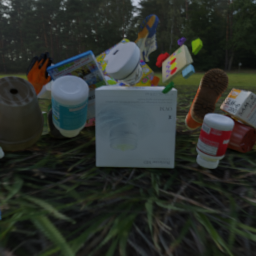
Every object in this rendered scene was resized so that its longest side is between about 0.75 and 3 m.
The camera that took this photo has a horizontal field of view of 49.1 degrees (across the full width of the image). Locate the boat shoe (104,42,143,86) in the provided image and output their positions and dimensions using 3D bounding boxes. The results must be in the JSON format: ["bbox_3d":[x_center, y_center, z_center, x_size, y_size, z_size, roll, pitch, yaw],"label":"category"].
[{"bbox_3d":[-0.016,-1.672,7.788,1.017,1.001,2.868,-45,20,5],"label":"boat shoe"}]

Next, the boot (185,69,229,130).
[{"bbox_3d":[2.758,-1.027,10.095,0.918,2.446,1.311,30,-23,7],"label":"boot"}]

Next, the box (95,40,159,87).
[{"bbox_3d":[0.124,-1.573,10.948,1.525,2.500,2.408,-32,50,0],"label":"box"}]

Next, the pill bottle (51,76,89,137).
[{"bbox_3d":[-1.823,-0.571,8.765,1.085,1.958,1.085,6,48,-7],"label":"pill bottle"}]

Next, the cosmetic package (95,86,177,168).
[{"bbox_3d":[0.209,-0.061,7.860,2.117,2.123,1.305,1,12,3],"label":"cosmetic package"}]

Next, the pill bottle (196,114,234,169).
[{"bbox_3d":[2.215,0.359,7.303,0.740,1.318,0.740,7,24,-3],"label":"pill bottle"}]

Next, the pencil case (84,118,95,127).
[{"bbox_3d":[-1.185,-0.601,13.281,2.296,0.951,0.993,-5,15,-28],"label":"pencil case"}]

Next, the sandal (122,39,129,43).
[{"bbox_3d":[-0.175,-3.096,11.900,0.536,1.349,0.588,28,27,5],"label":"sandal"}]

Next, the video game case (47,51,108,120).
[{"bbox_3d":[-1.427,-1.267,9.216,1.569,2.193,0.195,-17,35,15],"label":"video game case"}]

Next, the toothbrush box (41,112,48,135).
[{"bbox_3d":[-3.618,-0.158,11.306,0.382,0.887,0.646,7,14,30],"label":"toothbrush box"}]

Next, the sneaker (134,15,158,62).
[{"bbox_3d":[0.846,-3.624,11.450,0.898,2.037,0.767,10,48,-21],"label":"sneaker"}]

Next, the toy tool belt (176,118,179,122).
[{"bbox_3d":[1.230,-0.112,9.999,1.005,1.021,1.636,6,-15,5],"label":"toy tool belt"}]

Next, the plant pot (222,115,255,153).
[{"bbox_3d":[3.517,0.249,9.238,1.125,1.125,1.094,-8,23,-32],"label":"plant pot"}]

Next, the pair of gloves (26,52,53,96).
[{"bbox_3d":[-2.416,-1.594,9.637,2.082,1.855,0.257,21,43,-22],"label":"pair of gloves"}]

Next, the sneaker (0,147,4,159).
[{"bbox_3d":[-3.953,0.537,7.916,0.714,0.950,1.907,-7,11,-22],"label":"sneaker"}]

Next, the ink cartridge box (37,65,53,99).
[{"bbox_3d":[-3.239,-2.018,12.333,0.792,1.371,1.877,-26,-12,33],"label":"ink cartridge box"}]

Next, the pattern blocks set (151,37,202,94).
[{"bbox_3d":[1.192,-1.601,7.025,0.149,1.834,1.612,35,-44,-24],"label":"pattern blocks set"}]

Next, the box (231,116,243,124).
[{"bbox_3d":[5.202,-0.408,12.489,1.497,0.891,0.310,-6,13,-30],"label":"box"}]

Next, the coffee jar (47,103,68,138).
[{"bbox_3d":[-2.737,-0.365,11.400,1.027,1.256,2.408,-8,13,-15],"label":"coffee jar"}]

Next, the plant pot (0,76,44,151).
[{"bbox_3d":[-3.693,-0.618,9.001,2.086,1.810,2.086,12,50,-15],"label":"plant pot"}]

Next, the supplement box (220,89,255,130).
[{"bbox_3d":[4.521,-0.285,9.393,2.435,0.895,1.535,31,11,-5],"label":"supplement box"}]
